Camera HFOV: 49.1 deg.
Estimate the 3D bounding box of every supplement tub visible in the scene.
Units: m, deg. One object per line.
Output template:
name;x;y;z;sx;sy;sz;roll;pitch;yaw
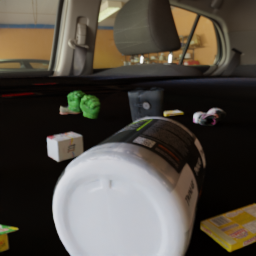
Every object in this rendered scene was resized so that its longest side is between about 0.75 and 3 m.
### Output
supplement tub;0.280;0.796;4.414;1.732;1.732;2.827;5;15;19

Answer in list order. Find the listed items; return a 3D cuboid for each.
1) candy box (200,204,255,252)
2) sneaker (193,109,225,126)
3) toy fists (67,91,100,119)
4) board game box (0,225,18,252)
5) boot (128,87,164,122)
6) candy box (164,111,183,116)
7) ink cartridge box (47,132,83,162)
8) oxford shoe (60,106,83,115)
candy box;1.873;1.570;4.522;1.276;0.168;0.652;-7;18;-25
sneaker;3.516;-0.342;11.737;1.578;0.634;0.681;-14;31;-24
toy fists;-2.066;-1.113;12.863;1.896;0.966;0.652;22;16;35
board game box;-2.485;1.589;3.342;0.989;0.310;2.069;-10;-1;42
boot;0.820;-0.057;6.731;1.514;1.836;0.603;0;13;20
candy box;2.164;-0.719;13.912;1.037;0.137;0.530;-7;18;-24
ink cartridge box;-1.770;0.517;7.927;0.820;0.593;0.596;-12;18;-41
oxford shoe;-2.842;-0.930;14.142;1.177;0.435;0.417;-5;15;-21
